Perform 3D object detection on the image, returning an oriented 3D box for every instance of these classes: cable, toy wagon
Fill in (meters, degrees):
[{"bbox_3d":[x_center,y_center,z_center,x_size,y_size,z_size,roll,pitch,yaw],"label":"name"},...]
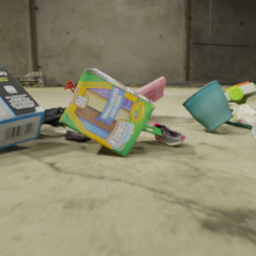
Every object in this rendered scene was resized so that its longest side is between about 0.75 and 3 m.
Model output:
[{"bbox_3d":[-1.909,-0.242,8.388,2.155,0.671,2.641,-4,10,-15],"label":"cable"},{"bbox_3d":[3.889,-1.100,10.280,2.823,0.559,2.191,-25,-11,24],"label":"toy wagon"}]

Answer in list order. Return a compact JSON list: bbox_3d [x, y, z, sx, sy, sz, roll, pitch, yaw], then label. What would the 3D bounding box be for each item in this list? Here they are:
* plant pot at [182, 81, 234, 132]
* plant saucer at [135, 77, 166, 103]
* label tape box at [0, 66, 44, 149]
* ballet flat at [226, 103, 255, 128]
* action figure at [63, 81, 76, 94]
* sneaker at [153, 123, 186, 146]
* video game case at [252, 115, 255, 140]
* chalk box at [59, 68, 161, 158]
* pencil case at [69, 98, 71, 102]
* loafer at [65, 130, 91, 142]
[{"bbox_3d":[2.341,-0.532,7.980,1.191,1.119,1.191,-31,-10,-6],"label":"plant pot"},{"bbox_3d":[0.299,-0.962,10.092,2.534,0.642,2.534,-29,5,3],"label":"plant saucer"},{"bbox_3d":[-3.387,-0.652,5.921,2.698,0.854,1.946,43,39,25],"label":"label tape box"},{"bbox_3d":[3.616,-0.452,9.309,0.859,0.726,2.271,0,10,-26],"label":"ballet flat"},{"bbox_3d":[-1.955,-0.932,10.897,0.860,1.737,0.567,-29,33,24],"label":"action figure"},{"bbox_3d":[0.921,0.148,6.555,0.396,0.366,0.982,-34,28,-28],"label":"sneaker"},{"bbox_3d":[3.294,-0.882,6.203,0.321,2.659,2.917,12,13,17],"label":"video game case"},{"bbox_3d":[-0.216,-0.261,5.888,1.930,1.195,1.201,30,11,-5],"label":"chalk box"},{"bbox_3d":[-3.296,-1.687,17.396,0.786,0.336,0.330,-4,30,-28],"label":"pencil case"},{"bbox_3d":[-1.241,0.254,6.928,0.828,0.261,0.298,13,-15,35],"label":"loafer"}]
